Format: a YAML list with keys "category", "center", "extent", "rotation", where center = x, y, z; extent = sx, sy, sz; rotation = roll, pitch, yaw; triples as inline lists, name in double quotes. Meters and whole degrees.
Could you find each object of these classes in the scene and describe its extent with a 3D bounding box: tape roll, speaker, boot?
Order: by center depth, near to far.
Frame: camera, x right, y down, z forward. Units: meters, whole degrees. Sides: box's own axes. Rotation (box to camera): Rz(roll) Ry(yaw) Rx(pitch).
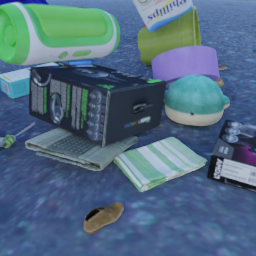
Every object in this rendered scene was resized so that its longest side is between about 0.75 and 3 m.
- category: "speaker"
  center: [-0.825, -1.176, 3.517]
  extent: [0.695, 0.695, 1.572]
  rotation: [23, 29, 34]
- category: "boot"
  center: [-0.425, 1.569, 5.144]
  extent: [0.898, 0.339, 0.330]
  rotation: [-25, 37, -38]
- category: "tape roll"
  center: [1.940, -1.958, 9.606]
  extent: [2.191, 0.931, 2.191]
  rotation: [-7, -5, -1]

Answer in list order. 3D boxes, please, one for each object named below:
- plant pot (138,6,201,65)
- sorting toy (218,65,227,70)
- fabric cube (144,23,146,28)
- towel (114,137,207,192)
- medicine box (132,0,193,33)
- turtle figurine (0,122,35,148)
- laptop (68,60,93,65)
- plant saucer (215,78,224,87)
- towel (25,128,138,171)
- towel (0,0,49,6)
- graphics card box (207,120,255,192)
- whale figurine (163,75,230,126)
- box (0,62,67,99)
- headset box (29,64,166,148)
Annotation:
- category: "plant pot"
  center: [1.881, -3.838, 12.753]
  extent: [2.575, 2.712, 2.712]
  rotation: [-4, 27, 20]
- category: "sorting toy"
  center: [4.238, -2.820, 12.970]
  extent: [0.769, 0.130, 0.371]
  rotation: [-8, 31, -14]
- category: "fabric cube"
  center: [1.896, -5.822, 16.580]
  extent: [1.729, 1.735, 1.702]
  rotation: [-1, 31, -2]
- category: "towel"
  center: [0.724, 0.761, 6.657]
  extent: [1.849, 0.216, 1.410]
  rotation: [-16, 33, -25]
- category: "medicine box"
  center: [1.116, -4.954, 10.268]
  extent: [1.873, 2.056, 1.058]
  rotation: [-25, 48, 16]
- category: "turtle figurine"
  center: [-3.475, -0.023, 6.781]
  extent: [2.079, 1.496, 2.016]
  rotation: [-11, 35, -11]
- category: "laptop"
  center: [-2.043, -2.709, 12.215]
  extent: [1.091, 0.636, 1.231]
  rotation: [-7, 7, -10]
- category: "plant saucer"
  center: [3.405, -1.911, 11.350]
  extent: [0.963, 0.170, 0.963]
  rotation: [0, 30, 0]
- category: "towel"
  center: [-1.069, 0.399, 6.917]
  extent: [2.085, 0.374, 2.165]
  rotation: [14, 20, 21]
- category: "towel"
  center: [-3.296, -3.260, 7.868]
  extent: [0.650, 2.625, 1.938]
  rotation: [32, 86, 41]
- category: "graphics card box"
  center: [3.388, 0.761, 6.147]
  extent: [2.899, 0.737, 1.819]
  rotation: [14, 33, 24]
- category: "whale figurine"
  center: [2.101, -1.095, 8.724]
  extent: [2.108, 1.375, 2.650]
  rotation: [8, 28, 15]
- category: "box"
  center: [-3.505, -1.929, 10.896]
  extent: [2.612, 0.642, 1.075]
  rotation: [-25, 38, -36]
- category: "headset box"
  center: [-0.737, -0.783, 7.702]
  extent: [2.967, 1.377, 2.584]
  rotation: [21, 24, 33]
